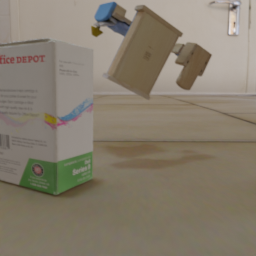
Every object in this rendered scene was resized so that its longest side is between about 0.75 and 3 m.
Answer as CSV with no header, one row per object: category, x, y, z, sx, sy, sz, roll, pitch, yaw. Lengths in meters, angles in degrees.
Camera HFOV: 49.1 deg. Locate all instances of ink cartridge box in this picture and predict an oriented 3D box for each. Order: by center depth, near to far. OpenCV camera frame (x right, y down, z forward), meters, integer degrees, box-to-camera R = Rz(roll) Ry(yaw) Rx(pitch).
ink cartridge box,-1.198,-0.190,3.802,1.324,1.822,0.797,5,10,30

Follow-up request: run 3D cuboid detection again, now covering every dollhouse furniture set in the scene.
dollhouse furniture set,0.156,-1.345,5.319,1.760,1.216,1.864,23,9,-30
